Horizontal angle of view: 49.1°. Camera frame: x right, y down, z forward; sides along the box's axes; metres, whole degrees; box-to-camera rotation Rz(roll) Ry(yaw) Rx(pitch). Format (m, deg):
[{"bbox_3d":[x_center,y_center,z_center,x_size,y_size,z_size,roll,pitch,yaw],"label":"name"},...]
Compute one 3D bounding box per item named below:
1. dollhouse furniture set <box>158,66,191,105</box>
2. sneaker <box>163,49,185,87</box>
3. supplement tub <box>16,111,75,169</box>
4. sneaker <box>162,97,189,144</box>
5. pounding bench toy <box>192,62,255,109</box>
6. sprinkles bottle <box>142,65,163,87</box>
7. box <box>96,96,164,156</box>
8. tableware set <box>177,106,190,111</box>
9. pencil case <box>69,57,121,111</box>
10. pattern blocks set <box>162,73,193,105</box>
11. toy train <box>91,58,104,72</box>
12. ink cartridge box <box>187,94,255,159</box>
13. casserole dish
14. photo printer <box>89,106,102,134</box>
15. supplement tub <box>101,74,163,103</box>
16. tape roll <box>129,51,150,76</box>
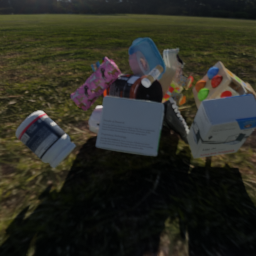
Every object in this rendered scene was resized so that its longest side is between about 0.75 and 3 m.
[{"bbox_3d":[1.211,-1.527,11.330,1.961,2.135,1.389,28,0,12],"label":"dollhouse furniture set"},{"bbox_3d":[2.277,-2.736,12.999,0.809,1.973,0.737,-10,36,29],"label":"sneaker"},{"bbox_3d":[-2.134,0.308,7.305,1.332,0.935,0.935,43,33,-2],"label":"supplement tub"},{"bbox_3d":[1.671,-0.173,10.367,0.843,1.863,0.619,-24,-7,2],"label":"sneaker"},{"bbox_3d":[3.137,-0.904,10.210,1.792,2.298,1.427,30,32,-18],"label":"pounding bench toy"},{"bbox_3d":[0.781,-1.644,8.883,0.284,0.284,0.832,23,61,38],"label":"sprinkles bottle"},{"bbox_3d":[0.121,0.015,8.134,1.681,1.440,1.673,7,-5,8],"label":"box"},{"bbox_3d":[2.271,-0.757,12.683,1.074,0.215,0.710,-17,5,-41],"label":"tableware set"},{"bbox_3d":[-1.121,-1.525,9.791,0.855,1.977,0.818,48,9,23],"label":"pencil case"},{"bbox_3d":[1.816,-1.545,12.389,1.755,1.997,0.162,16,26,-14],"label":"pattern blocks set"},{"bbox_3d":[-1.021,-2.266,12.072,0.763,1.319,0.558,-22,9,7],"label":"toy train"},{"bbox_3d":[2.885,0.015,8.714,1.580,2.158,0.927,-8,58,-6],"label":"ink cartridge box"},{"bbox_3d":[0.751,-2.710,11.210,1.101,1.818,0.353,-31,15,3],"label":"casserole dish"},{"bbox_3d":[-0.450,-0.222,10.375,1.899,0.793,2.283,10,11,-2],"label":"photo printer"},{"bbox_3d":[-0.023,-1.270,10.155,1.359,1.359,2.541,-19,21,-33],"label":"supplement tub"},{"bbox_3d":[0.453,-2.384,10.796,0.358,1.083,1.083,-21,17,26],"label":"tape roll"}]
